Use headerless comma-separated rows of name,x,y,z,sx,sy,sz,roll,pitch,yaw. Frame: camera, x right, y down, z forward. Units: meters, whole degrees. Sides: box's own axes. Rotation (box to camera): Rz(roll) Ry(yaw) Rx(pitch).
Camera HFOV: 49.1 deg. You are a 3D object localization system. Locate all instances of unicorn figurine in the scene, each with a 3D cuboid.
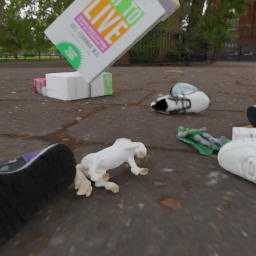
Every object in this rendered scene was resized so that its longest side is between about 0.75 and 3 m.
unicorn figurine,-0.184,0.579,5.159,1.876,0.693,1.289,-8,17,-27

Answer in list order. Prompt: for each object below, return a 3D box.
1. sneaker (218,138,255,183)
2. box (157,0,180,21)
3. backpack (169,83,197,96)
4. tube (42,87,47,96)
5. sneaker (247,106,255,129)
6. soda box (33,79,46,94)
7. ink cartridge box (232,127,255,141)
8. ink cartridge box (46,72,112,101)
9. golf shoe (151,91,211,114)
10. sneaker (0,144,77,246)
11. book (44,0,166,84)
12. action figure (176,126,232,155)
sneaker,2.459,0.716,4.702,2.082,0.782,0.844,12,28,40
box,0.740,-4.147,8.510,1.432,1.090,0.761,14,-31,-37
backpack,2.679,-1.657,13.217,1.134,0.860,1.359,-1,18,-14
tube,-3.893,-2.154,15.665,1.924,0.485,0.745,-21,-16,-50
sneaker,4.448,-0.272,8.101,1.130,0.783,1.872,-9,25,-14
soda box,-4.179,-2.545,16.589,2.585,0.820,0.905,-12,19,-40
ink cartridge box,3.110,0.245,7.055,0.864,0.358,0.634,4,16,15
ink cartridge box,-2.580,-2.296,14.884,2.085,1.204,2.865,14,21,43
golf shoe,1.924,-0.844,10.410,2.242,0.872,1.059,-3,16,27
sneaker,-1.856,0.956,3.900,1.085,0.939,2.478,-11,6,28
book,-0.624,-2.765,7.436,2.722,1.818,0.654,-40,6,13
action figure,1.738,0.218,7.115,0.965,0.447,1.633,-10,14,-22
